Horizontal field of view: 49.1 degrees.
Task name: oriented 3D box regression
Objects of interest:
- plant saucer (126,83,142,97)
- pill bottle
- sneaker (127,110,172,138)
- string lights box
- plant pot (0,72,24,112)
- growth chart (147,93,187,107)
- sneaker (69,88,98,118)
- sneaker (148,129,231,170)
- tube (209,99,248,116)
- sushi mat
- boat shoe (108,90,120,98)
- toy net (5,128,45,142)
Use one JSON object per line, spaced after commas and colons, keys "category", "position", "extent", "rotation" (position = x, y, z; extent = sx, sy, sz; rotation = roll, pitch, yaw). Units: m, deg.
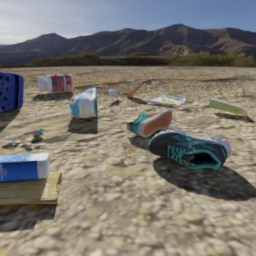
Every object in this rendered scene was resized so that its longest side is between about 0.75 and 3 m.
{"category": "plant saucer", "position": [0.408, -2.239, 16.873], "extent": [1.205, 0.226, 1.205], "rotation": [-43, 5, 5]}
{"category": "pill bottle", "position": [-4.781, -2.917, 18.560], "extent": [2.174, 1.191, 1.191], "rotation": [-7, 17, -23]}
{"category": "sneaker", "position": [0.797, -0.261, 9.977], "extent": [0.838, 0.748, 2.097], "rotation": [18, 24, 36]}
{"category": "string lights box", "position": [-2.467, 0.852, 6.104], "extent": [1.419, 0.418, 0.729], "rotation": [-3, 8, -9]}
{"category": "plant pot", "position": [-6.100, -1.769, 13.315], "extent": [1.964, 1.964, 1.766], "rotation": [15, 14, 42]}
{"category": "growth chart", "position": [2.278, -1.558, 15.564], "extent": [1.934, 0.237, 2.673], "rotation": [9, 19, 26]}
{"category": "sneaker", "position": [-1.968, -1.161, 12.609], "extent": [1.159, 1.098, 2.870], "rotation": [-5, 14, -4]}
{"category": "sneaker", "position": [1.458, 0.585, 7.042], "extent": [2.116, 0.821, 0.965], "rotation": [2, 22, 23]}
{"category": "tube", "position": [4.491, -0.914, 12.614], "extent": [0.502, 0.449, 1.730], "rotation": [-22, 32, -40]}
{"category": "sushi mat", "position": [-2.847, 1.252, 5.680], "extent": [2.905, 0.176, 1.390], "rotation": [-2, 15, -7]}
{"category": "boat shoe", "position": [-0.769, -1.996, 15.925], "extent": [0.383, 0.431, 1.171], "rotation": [-35, -8, 15]}
{"category": "toy net", "position": [-3.274, 0.264, 8.956], "extent": [1.212, 0.234, 0.636], "rotation": [-17, 9, -31]}
